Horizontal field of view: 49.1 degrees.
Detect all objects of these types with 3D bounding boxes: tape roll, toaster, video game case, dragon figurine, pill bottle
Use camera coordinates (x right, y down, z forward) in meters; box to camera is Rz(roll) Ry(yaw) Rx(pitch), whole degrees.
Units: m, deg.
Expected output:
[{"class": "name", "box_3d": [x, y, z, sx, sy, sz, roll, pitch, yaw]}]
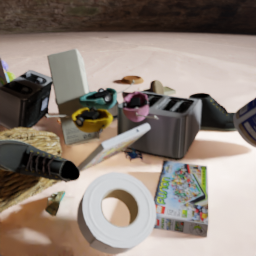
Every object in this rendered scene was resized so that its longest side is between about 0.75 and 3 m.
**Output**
[{"class": "tape roll", "box_3d": [-0.240, 1.705, 5.681, 1.554, 0.544, 1.554, 12, 52, -16]}, {"class": "toaster", "box_3d": [-3.877, -0.930, 10.570, 1.264, 2.130, 1.926, 27, 39, 5]}, {"class": "video game case", "box_3d": [-0.448, 0.597, 7.971, 1.698, 1.866, 0.214, -23, 77, -38]}, {"class": "toaster", "box_3d": [0.993, -0.133, 9.456, 2.410, 1.582, 2.665, 11, 27, 24]}, {"class": "dragon figurine", "box_3d": [0.122, 0.782, 8.619, 0.438, 0.882, 0.259, -38, 36, 10]}, {"class": "pill bottle", "box_3d": [4.713, -0.583, 8.479, 1.560, 2.696, 1.560, 16, 53, -23]}]

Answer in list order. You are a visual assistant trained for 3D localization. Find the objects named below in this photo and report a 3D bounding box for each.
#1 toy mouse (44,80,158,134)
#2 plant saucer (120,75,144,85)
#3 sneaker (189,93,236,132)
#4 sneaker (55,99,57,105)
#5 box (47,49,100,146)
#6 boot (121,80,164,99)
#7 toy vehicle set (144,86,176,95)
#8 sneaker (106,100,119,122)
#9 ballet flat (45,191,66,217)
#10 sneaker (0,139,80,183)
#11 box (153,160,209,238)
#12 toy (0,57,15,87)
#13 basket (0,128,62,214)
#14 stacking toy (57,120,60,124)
[{"class": "toy mouse", "box_3d": [-0.366, -0.611, 8.034, 2.980, 0.577, 2.648, 6, 33, 24]}, {"class": "plant saucer", "box_3d": [0.247, -2.955, 17.152, 1.440, 0.270, 1.440, -1, 25, 0]}, {"class": "sneaker", "box_3d": [3.536, -0.633, 10.764, 2.563, 1.361, 0.959, -2, 26, -1]}, {"class": "sneaker", "box_3d": [-1.746, -0.732, 11.579, 2.347, 0.865, 1.356, 34, 13, 20]}, {"class": "box", "box_3d": [-1.765, -0.937, 9.253, 1.016, 2.970, 1.220, -12, -4, 1]}, {"class": "boot", "box_3d": [0.540, -1.256, 11.521, 1.823, 2.192, 0.793, 12, 63, 19]}, {"class": "toy vehicle set", "box_3d": [1.673, -1.937, 15.011, 1.502, 0.199, 0.933, -11, 27, -23]}, {"class": "sneaker", "box_3d": [-0.941, -1.037, 11.879, 0.983, 1.036, 2.573, -24, 23, -19]}, {"class": "ballet flat", "box_3d": [-1.742, 1.734, 6.690, 0.360, 0.360, 1.019, 0, 16, 0]}, {"class": "sneaker", "box_3d": [-1.897, 0.672, 5.807, 1.819, 0.680, 0.966, 23, -17, -39]}, {"class": "box", "box_3d": [1.337, 1.642, 7.004, 1.278, 0.403, 2.322, 6, 26, 12]}, {"class": "toy", "box_3d": [-5.201, -2.028, 11.792, 1.584, 2.751, 0.649, 25, 39, 33]}, {"class": "basket", "box_3d": [-3.015, 0.834, 6.866, 1.714, 1.642, 2.301, 8, 21, 38]}, {"class": "stacking toy", "box_3d": [-2.148, -0.079, 10.166, 0.936, 0.514, 0.543, 26, 10, -5]}]
